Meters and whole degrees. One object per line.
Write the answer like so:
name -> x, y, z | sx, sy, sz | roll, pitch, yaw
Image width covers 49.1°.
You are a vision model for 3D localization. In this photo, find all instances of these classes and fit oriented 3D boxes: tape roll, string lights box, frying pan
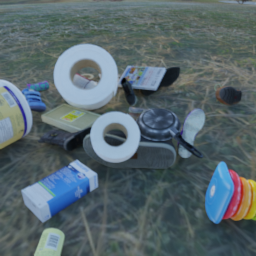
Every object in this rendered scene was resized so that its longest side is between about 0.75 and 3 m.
tape roll -> -1.713, -2.092, 11.710 | 2.619, 2.619, 0.916 | -1, -10, -2
string lights box -> -1.785, 1.626, 7.518 | 0.914, 0.525, 1.779 | 27, 40, 37
frying pan -> 1.085, 0.134, 8.489 | 1.446, 0.389, 2.390 | -14, 43, -11
tape roll -> -0.364, 0.263, 8.002 | 1.403, 0.491, 1.403 | 1, 70, -2

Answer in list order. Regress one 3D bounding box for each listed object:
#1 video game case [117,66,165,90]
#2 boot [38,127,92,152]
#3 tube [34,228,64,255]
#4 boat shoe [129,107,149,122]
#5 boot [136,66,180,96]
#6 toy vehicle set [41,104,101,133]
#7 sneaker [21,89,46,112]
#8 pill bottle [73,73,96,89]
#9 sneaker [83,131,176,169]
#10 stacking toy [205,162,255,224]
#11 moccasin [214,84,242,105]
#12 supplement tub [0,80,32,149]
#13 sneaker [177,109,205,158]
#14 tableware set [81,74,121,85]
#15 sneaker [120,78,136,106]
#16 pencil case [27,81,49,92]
video game case -> 0.609, -2.363, 13.137 | 1.967, 0.177, 1.409 | 9, 54, 26
boot -> -2.140, 0.254, 9.853 | 1.432, 0.569, 1.644 | 13, 25, 35
tube -> -1.720, 2.919, 5.472 | 0.500, 0.558, 1.925 | 40, 26, -21
boat shoe -> 0.501, -0.442, 10.775 | 0.663, 0.628, 1.750 | 12, 6, 30
boot -> 1.160, -2.680, 14.097 | 2.600, 1.007, 1.798 | -26, 41, -30
toy vehicle set -> -2.214, -0.364, 11.108 | 2.098, 0.278, 1.304 | 18, 35, 28
sneaker -> -3.927, -1.124, 11.331 | 0.770, 0.856, 2.082 | 14, 3, -42
pill bottle -> -2.016, -1.807, 12.648 | 1.679, 0.920, 0.920 | 27, 37, 12
sneaker -> 0.069, 0.517, 9.092 | 2.860, 1.070, 1.519 | 9, 25, 2
stacking toy -> 3.122, 1.803, 6.847 | 2.209, 1.213, 1.282 | 13, 24, 1
moccasin -> 4.149, -1.437, 11.948 | 0.870, 0.825, 2.255 | 12, 16, 34
supplement tub -> -4.845, -0.095, 8.821 | 2.157, 2.157, 2.966 | 19, 36, 29
sneaker -> 1.938, 0.114, 9.030 | 0.553, 1.591, 0.791 | 20, 10, -2
tableware set -> -1.542, -2.482, 14.659 | 2.585, 0.300, 2.159 | -10, 32, -16
sneaker -> -0.036, -1.573, 12.290 | 0.475, 0.674, 1.269 | -24, 58, 15
pencil case -> -4.406, -2.015, 13.711 | 1.007, 0.465, 0.429 | -20, 42, -27
